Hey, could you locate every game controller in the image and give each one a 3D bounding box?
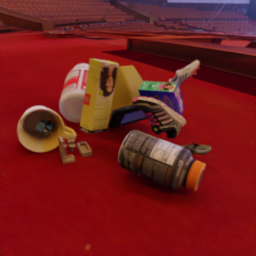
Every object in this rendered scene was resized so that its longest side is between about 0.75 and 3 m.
[{"bbox_3d":[0.232,-0.473,9.740,1.979,1.032,0.417,-15,57,-27],"label":"game controller"}]

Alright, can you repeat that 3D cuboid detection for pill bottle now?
[{"bbox_3d":[-2.148,-1.707,12.854,1.631,1.631,2.906,-1,41,-1],"label":"pill bottle"},{"bbox_3d":[0.979,0.998,8.062,2.327,1.236,1.236,21,31,22],"label":"pill bottle"}]

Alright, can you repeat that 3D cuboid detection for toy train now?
[{"bbox_3d":[-3.072,-0.067,10.459,0.495,0.375,0.866,36,15,-7],"label":"toy train"}]

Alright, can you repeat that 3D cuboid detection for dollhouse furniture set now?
[{"bbox_3d":[-1.859,0.555,9.717,1.045,0.852,0.994,-10,27,-21],"label":"dollhouse furniture set"}]

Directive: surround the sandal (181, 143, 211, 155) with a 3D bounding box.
[{"bbox_3d":[2.172,0.670,9.375,1.210,0.345,0.481,-9,36,38],"label":"sandal"}]

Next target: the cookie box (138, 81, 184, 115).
[{"bbox_3d":[1.212,-1.047,10.248,1.431,1.224,0.538,9,50,32],"label":"cookie box"}]

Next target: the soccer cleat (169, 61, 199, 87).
[{"bbox_3d":[2.560,-2.497,12.801,0.680,1.597,0.548,28,34,-29],"label":"soccer cleat"}]

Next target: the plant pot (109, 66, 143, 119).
[{"bbox_3d":[-0.405,-1.462,11.406,2.038,1.797,2.038,-13,8,26],"label":"plant pot"}]

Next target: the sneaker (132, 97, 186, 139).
[{"bbox_3d":[0.912,-0.258,8.678,1.990,0.871,0.734,28,-13,-27],"label":"sneaker"}]

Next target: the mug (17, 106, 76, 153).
[{"bbox_3d":[-3.196,0.043,10.544,1.606,2.005,1.646,-41,26,-7],"label":"mug"}]

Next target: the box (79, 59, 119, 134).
[{"bbox_3d":[-1.027,-1.070,9.735,0.626,2.497,0.940,23,20,34],"label":"box"}]
